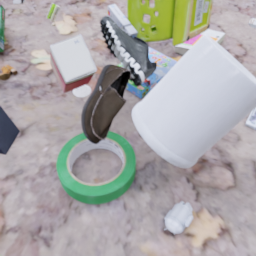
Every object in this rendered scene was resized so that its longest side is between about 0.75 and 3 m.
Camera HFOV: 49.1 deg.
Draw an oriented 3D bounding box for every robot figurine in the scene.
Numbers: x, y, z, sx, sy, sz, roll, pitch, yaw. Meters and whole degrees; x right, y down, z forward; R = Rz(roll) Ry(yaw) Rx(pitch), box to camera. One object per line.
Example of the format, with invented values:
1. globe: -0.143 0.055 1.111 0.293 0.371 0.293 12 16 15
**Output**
1. robot figurine: 1.386 2.481 7.682 0.977 0.552 0.828 -44 22 -31

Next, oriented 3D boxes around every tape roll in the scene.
1. tape roll: -0.982 1.163 8.827 2.451 0.589 2.451 0 49 0

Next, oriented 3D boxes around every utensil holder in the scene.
1. utensil holder: 1.703 -0.624 6.883 2.165 2.548 2.165 33 27 -19

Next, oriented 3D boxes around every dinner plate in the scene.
1. dinner plate: -1.912 -1.549 11.554 0.755 0.091 0.755 -1 48 1

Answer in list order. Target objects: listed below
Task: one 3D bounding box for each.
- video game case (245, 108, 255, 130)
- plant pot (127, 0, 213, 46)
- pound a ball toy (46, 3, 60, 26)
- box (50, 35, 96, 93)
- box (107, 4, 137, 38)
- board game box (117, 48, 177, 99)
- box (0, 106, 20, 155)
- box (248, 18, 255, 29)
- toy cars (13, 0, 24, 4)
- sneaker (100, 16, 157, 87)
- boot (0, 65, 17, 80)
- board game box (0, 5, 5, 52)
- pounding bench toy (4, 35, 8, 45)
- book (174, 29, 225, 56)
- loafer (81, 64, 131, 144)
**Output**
1. video game case: 5.211 -0.315 10.407 1.301 0.167 1.431 26 54 21
2. plant pot: 1.547 -4.229 9.606 2.200 2.424 2.412 26 43 30
3. pound a ball toy: -2.975 -4.570 11.375 0.494 0.757 0.322 39 24 20
4. box: -1.603 -1.741 7.940 0.896 1.645 1.051 -25 93 -15
5. box: -0.292 -3.381 9.994 0.328 1.241 1.591 -24 65 -23
6. board game box: 0.721 -2.466 12.099 1.923 0.465 2.542 36 57 28
7. box: -2.539 -0.092 4.677 0.940 1.032 0.537 7 56 16
8. box: 2.773 -2.226 5.999 0.161 0.150 0.777 40 22 -11
9. toy cars: -3.707 -4.797 9.268 0.757 0.374 1.688 -33 78 23
10. sneaker: 0.057 -2.608 9.096 1.120 0.823 2.476 -33 89 -19
11. boot: -5.357 -2.432 12.153 0.687 0.339 0.885 35 57 26
12. board game box: -6.749 -4.568 13.279 1.733 0.375 2.575 -11 67 7
13. pounding bench toy: -6.305 -4.543 13.786 0.869 0.678 0.540 32 56 25
14. book: 3.487 -4.147 13.562 1.570 0.565 2.351 26 53 24
15. loafer: -0.510 -0.682 7.153 0.811 0.829 2.272 1 68 37
